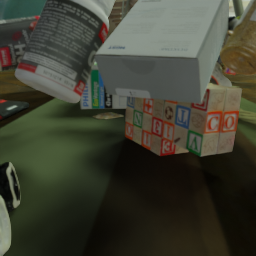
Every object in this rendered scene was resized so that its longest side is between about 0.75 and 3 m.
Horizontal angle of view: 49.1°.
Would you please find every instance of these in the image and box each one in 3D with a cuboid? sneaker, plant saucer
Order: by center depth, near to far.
[{"bbox_3d":[2.230,-1.305,7.259,0.401,1.041,0.426,-19,-20,-16],"label":"sneaker"},{"bbox_3d":[-2.336,-2.788,7.662,2.879,2.879,0.518,-9,28,-30],"label":"plant saucer"},{"bbox_3d":[2.923,-2.782,8.371,1.817,0.725,1.183,11,-4,-41],"label":"sneaker"}]

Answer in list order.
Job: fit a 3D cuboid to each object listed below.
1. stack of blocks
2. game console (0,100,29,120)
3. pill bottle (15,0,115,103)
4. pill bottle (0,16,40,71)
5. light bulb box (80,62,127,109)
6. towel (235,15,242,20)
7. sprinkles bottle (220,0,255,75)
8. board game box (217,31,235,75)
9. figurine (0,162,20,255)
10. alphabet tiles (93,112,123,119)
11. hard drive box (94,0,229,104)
[{"bbox_3d":[0.992,-0.244,6.262,0.832,1.635,2.840,-5,16,-29],"label":"stack of blocks"},{"bbox_3d":[-5.187,-0.674,10.466,2.156,0.378,2.437,6,16,2],"label":"game console"},{"bbox_3d":[-1.219,-1.864,5.809,1.375,2.414,1.375,22,-4,2],"label":"pill bottle"},{"bbox_3d":[-2.749,-1.910,6.444,1.945,1.077,1.077,-20,23,-27],"label":"pill bottle"},{"bbox_3d":[-0.498,-1.939,12.175,2.872,1.792,2.847,0,15,-1],"label":"light bulb box"},{"bbox_3d":[3.693,-3.198,7.958,1.283,0.146,0.921,-23,41,30],"label":"towel"},{"bbox_3d":[2.837,-2.325,5.746,0.883,2.588,0.883,30,-14,8],"label":"sprinkles bottle"},{"bbox_3d":[2.667,-1.976,7.273,0.274,0.896,1.183,12,28,3],"label":"board game box"},{"bbox_3d":[-2.261,1.131,3.469,1.545,0.682,1.583,-12,18,-12],"label":"figurine"},{"bbox_3d":[-0.758,-0.433,10.047,0.922,0.035,0.770,-12,19,-38],"label":"alphabet tiles"},{"bbox_3d":[0.721,-1.581,5.123,1.766,0.870,2.265,10,50,26],"label":"hard drive box"}]
